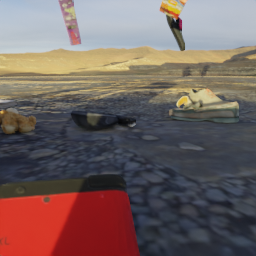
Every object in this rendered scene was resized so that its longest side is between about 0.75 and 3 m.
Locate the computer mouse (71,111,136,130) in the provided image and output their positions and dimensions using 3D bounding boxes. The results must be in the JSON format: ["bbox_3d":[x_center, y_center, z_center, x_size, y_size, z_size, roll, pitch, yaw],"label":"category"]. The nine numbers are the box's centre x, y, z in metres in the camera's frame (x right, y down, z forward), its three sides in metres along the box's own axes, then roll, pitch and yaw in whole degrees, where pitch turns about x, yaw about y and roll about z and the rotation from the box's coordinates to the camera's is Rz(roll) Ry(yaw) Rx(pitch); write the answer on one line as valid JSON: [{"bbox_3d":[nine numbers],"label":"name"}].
[{"bbox_3d":[-0.697,-0.151,7.044,1.626,0.429,1.126,3,7,-42],"label":"computer mouse"}]

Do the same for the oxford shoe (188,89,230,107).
[{"bbox_3d":[2.823,-1.011,9.945,0.707,0.751,2.008,-8,15,-31],"label":"oxford shoe"}]

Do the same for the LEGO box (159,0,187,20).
[{"bbox_3d":[1.428,-3.763,7.205,0.571,1.481,1.103,26,0,-1],"label":"LEGO box"}]

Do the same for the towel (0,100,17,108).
[{"bbox_3d":[-5.058,-0.904,10.650,0.934,0.243,1.410,4,13,15],"label":"towel"}]

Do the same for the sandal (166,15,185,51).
[{"bbox_3d":[1.739,-3.547,9.861,0.388,1.721,0.646,-22,-4,2],"label":"sandal"}]

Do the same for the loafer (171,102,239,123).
[{"bbox_3d":[2.186,-0.509,8.052,1.891,0.595,0.679,4,13,19],"label":"loafer"}]

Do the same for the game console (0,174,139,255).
[{"bbox_3d":[-1.074,1.044,2.004,2.153,1.278,1.856,-3,44,-11],"label":"game console"}]

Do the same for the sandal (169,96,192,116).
[{"bbox_3d":[1.900,-0.779,9.378,0.610,0.547,1.663,9,15,34],"label":"sandal"}]

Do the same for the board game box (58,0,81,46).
[{"bbox_3d":[-1.573,-3.312,7.054,0.416,1.545,2.575,-16,-5,-7],"label":"board game box"}]

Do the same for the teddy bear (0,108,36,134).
[{"bbox_3d":[-2.827,-0.199,6.952,1.056,0.486,1.456,-1,13,-15],"label":"teddy bear"}]
